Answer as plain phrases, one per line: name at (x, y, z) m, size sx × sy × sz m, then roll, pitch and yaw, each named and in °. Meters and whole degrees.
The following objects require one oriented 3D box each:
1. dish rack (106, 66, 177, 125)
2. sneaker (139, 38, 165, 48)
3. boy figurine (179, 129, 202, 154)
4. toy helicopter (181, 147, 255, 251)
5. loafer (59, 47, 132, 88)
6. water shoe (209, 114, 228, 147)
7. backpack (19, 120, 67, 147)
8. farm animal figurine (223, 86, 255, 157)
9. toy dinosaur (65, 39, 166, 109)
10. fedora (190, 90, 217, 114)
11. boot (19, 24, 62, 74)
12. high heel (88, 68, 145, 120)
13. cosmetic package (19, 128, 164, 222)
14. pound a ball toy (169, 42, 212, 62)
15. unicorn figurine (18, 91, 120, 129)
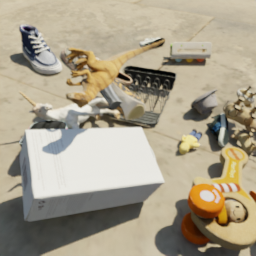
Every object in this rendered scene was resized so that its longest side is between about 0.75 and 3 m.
dish rack at (0.447, -1.149, 9.707) m, size 2.026 × 0.720 × 2.641 m, roll 11°, pitch 42°, yaw 16°
sneaker at (1.139, -4.110, 13.398) m, size 1.309 × 0.485 × 0.579 m, roll -18°, pitch 46°, yaw -21°
boy figurine at (1.818, 0.423, 8.155) m, size 0.605 × 0.313 × 0.973 m, roll 27°, pitch 48°, yaw 24°
toy helicopter at (2.470, 1.421, 6.383) m, size 1.965 × 1.172 × 2.972 m, roll 14°, pitch 37°, yaw 16°
loafer at (-0.923, -1.857, 8.645) m, size 2.354 × 0.740 × 0.846 m, roll 28°, pitch 54°, yaw -30°
water shoe at (2.741, 0.109, 8.525) m, size 0.531 × 0.481 × 1.346 m, roll -12°, pitch 34°, yaw 31°
backpack at (-2.217, 0.352, 7.688) m, size 1.169 × 0.992 × 1.317 m, roll 0°, pitch 36°, yaw 2°
farm animal figurine at (3.540, -0.144, 8.327) m, size 1.763 × 0.919 × 1.743 m, roll -40°, pitch 77°, yaw -25°
toy dinosaur at (-0.481, -1.208, 5.758) m, size 1.343 × 0.764 × 2.529 m, roll 31°, pitch 57°, yaw 16°
fedora at (2.623, -0.806, 9.308) m, size 1.145 × 1.012 × 0.517 m, roll -13°, pitch 70°, yaw -52°
boot at (-3.842, -3.369, 11.873) m, size 1.053 × 1.307 × 2.894 m, roll -29°, pitch 48°, yaw -30°
high heel at (-0.277, -1.014, 7.931) m, size 0.744 × 2.085 × 1.486 m, roll -41°, pitch 66°, yaw 15°
cosmetic package at (-0.801, 0.904, 6.102) m, size 2.778 × 1.127 × 1.567 m, roll 1°, pitch 52°, yaw -29°
pound a ball toy at (2.837, -3.350, 12.418) m, size 1.959 × 0.832 × 1.277 m, roll 1°, pitch 15°, yaw 1°
unicorn figurine at (-1.520, -0.480, 8.476) m, size 1.954 × 1.050 × 2.844 m, roll 14°, pitch 14°, yaw 26°
